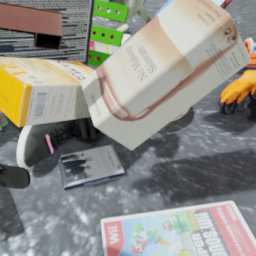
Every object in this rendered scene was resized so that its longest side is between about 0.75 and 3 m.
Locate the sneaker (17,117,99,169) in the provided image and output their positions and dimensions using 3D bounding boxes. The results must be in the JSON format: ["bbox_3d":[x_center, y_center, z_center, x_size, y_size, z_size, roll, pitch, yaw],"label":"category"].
[{"bbox_3d":[-1.653,0.068,7.533,1.472,1.050,2.969,6,33,16],"label":"sneaker"}]

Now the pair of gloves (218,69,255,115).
[{"bbox_3d":[4.540,-1.218,8.939,2.989,0.370,2.663,11,45,45],"label":"pair of gloves"}]

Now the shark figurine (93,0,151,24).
[{"bbox_3d":[-0.243,-4.431,9.996,3.078,1.839,1.285,-7,54,36],"label":"shark figurine"}]

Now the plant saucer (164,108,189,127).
[{"bbox_3d":[0.666,-0.736,9.153,2.614,0.450,2.614,1,36,0],"label":"plant saucer"}]

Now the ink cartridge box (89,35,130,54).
[{"bbox_3d":[-0.887,-3.915,13.161,1.753,0.731,1.273,10,38,14],"label":"ink cartridge box"}]

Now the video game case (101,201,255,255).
[{"bbox_3d":[1.024,2.388,5.116,2.874,0.251,2.055,-6,37,-8],"label":"video game case"}]

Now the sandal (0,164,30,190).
[{"bbox_3d":[-1.525,0.550,3.182,0.894,0.336,0.201,0,11,22],"label":"sandal"}]

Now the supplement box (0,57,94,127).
[{"bbox_3d":[-1.631,-0.875,6.182,1.508,0.880,2.393,34,28,30],"label":"supplement box"}]

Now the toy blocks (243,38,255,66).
[{"bbox_3d":[4.835,-3.140,11.956,2.590,0.940,2.158,0,36,0],"label":"toy blocks"}]

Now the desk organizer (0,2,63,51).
[{"bbox_3d":[-1.453,-1.393,3.856,1.058,0.379,0.407,1,68,-23],"label":"desk organizer"}]

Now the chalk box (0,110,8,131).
[{"bbox_3d":[-4.716,-0.537,7.833,2.725,1.695,1.687,18,40,25],"label":"chalk box"}]

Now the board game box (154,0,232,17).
[{"bbox_3d":[1.852,-3.166,6.436,1.261,0.238,2.449,36,81,32],"label":"board game box"}]

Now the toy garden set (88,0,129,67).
[{"bbox_3d":[-1.169,-3.461,9.060,2.277,2.732,0.545,16,13,8],"label":"toy garden set"}]

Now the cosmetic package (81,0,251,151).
[{"bbox_3d":[0.534,-0.948,4.805,2.528,1.103,1.307,-39,47,15],"label":"cosmetic package"}]

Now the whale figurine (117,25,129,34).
[{"bbox_3d":[-0.293,-5.435,15.576,0.761,0.395,0.606,-6,52,32],"label":"whale figurine"}]

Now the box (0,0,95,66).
[{"bbox_3d":[-2.308,-2.880,6.931,2.607,2.586,1.606,-9,58,-20],"label":"box"}]

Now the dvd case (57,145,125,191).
[{"bbox_3d":[-0.964,0.965,7.081,1.495,0.185,1.124,-11,38,-15],"label":"dvd case"}]
